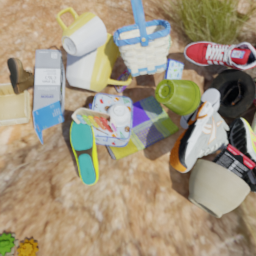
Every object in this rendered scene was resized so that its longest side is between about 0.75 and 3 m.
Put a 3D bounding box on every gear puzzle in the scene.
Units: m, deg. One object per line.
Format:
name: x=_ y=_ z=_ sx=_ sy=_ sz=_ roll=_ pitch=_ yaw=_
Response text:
gear puzzle: x=-3.505 y=3.359 z=7.285 sx=2.302 sy=0.301 sz=1.192 roll=-6 pitch=56 yaw=-4

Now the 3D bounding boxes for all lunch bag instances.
lunch bag: x=1.401 y=-1.806 z=8.942 sx=0.486 sy=0.763 sz=0.649 roll=11 pitch=97 yaw=29
lunch bag: x=-0.594 y=-0.296 z=9.177 sx=1.444 sy=0.681 sz=1.802 roll=6 pitch=59 yaw=-5

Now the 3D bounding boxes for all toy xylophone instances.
toy xylophone: x=-0.779 y=-0.149 z=7.103 sx=1.190 sy=0.871 sz=0.299 roll=9 pitch=66 yaw=28

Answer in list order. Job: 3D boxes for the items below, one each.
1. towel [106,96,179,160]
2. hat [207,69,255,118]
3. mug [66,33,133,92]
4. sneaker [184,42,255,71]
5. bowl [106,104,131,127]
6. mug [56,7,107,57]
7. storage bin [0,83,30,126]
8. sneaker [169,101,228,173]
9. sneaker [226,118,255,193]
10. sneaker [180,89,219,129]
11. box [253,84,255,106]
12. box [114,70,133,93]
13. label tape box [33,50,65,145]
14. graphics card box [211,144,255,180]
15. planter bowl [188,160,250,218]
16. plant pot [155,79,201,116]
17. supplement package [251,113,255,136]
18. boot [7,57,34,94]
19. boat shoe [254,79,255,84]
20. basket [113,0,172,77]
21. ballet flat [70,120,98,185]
towel: x=0.227 y=-0.071 z=9.629 sx=2.576 sy=0.293 sz=1.850 roll=-22 pitch=58 yaw=-14
hat: x=3.780 y=-1.175 z=10.009 sx=0.753 sy=1.867 sz=1.867 roll=14 pitch=45 yaw=-41
mug: x=-1.147 y=-2.260 z=9.780 sx=2.349 sy=1.881 sz=1.928 roll=16 pitch=95 yaw=32
sneaker: x=3.237 y=-2.519 z=9.660 sx=2.491 sy=1.401 sz=0.887 roll=9 pitch=99 yaw=1
bowl: x=-0.282 y=-0.456 z=8.713 sx=0.785 sy=0.353 sz=0.785 roll=4 pitch=64 yaw=-8
mug: x=-1.398 y=-2.582 z=7.832 sx=1.258 sy=1.008 sz=1.033 roll=33 pitch=56 yaw=14
storage bin: x=-4.248 y=-0.819 z=9.850 sx=1.401 sy=0.656 sz=1.391 roll=-8 pitch=60 yaw=-8
sneaker: x=2.247 y=0.376 z=8.085 sx=1.355 sy=1.115 sz=2.945 roll=39 pitch=46 yaw=1
sneaker: x=3.884 y=0.831 z=8.708 sx=1.186 sy=1.026 sz=2.627 roll=10 pitch=51 yaw=-21
sneaker: x=2.577 y=-0.554 z=9.791 sx=1.683 sy=0.967 sz=0.632 roll=-48 pitch=63 yaw=11
box: x=5.083 y=-1.196 z=9.911 sx=1.410 sy=0.703 sz=0.673 roll=1 pitch=55 yaw=-24
box: x=-0.194 y=-1.752 z=10.580 sx=0.751 sy=0.147 sz=0.514 roll=-45 pitch=53 yaw=20
label tape box: x=-2.468 y=-0.909 z=8.937 sx=0.834 sy=1.809 sz=2.524 roll=-2 pitch=72 yaw=-9
graphics card box: x=2.728 y=1.268 z=7.950 sx=0.906 sy=0.367 sz=1.444 roll=38 pitch=103 yaw=4
planter bowl: x=2.335 y=1.764 z=7.714 sx=1.601 sy=1.601 sz=1.077 roll=30 pitch=76 yaw=19
plant pot: x=1.342 y=-0.948 z=8.042 sx=1.046 sy=1.086 sz=1.086 roll=8 pitch=43 yaw=-46
supplement package: x=5.259 y=0.002 z=8.951 sx=2.223 sy=1.331 sz=1.348 roll=22 pitch=59 yaw=15
boot: x=-3.372 y=-1.720 z=8.936 sx=0.765 sy=2.027 sz=0.746 roll=-19 pitch=84 yaw=-22
boat shoe: x=4.847 y=-1.585 z=10.593 sx=1.409 sy=0.421 sz=0.503 roll=-37 pitch=63 yaw=-22
basket: x=0.380 y=-3.005 z=8.489 sx=1.714 sy=2.465 sz=2.173 roll=-14 pitch=33 yaw=7
ballet flat: x=-1.227 y=0.627 z=8.142 sx=0.697 sy=0.700 sz=2.087 roll=-6 pitch=100 yaw=7
